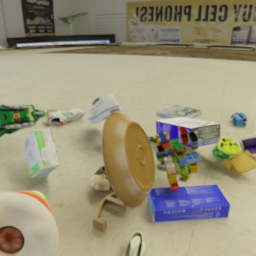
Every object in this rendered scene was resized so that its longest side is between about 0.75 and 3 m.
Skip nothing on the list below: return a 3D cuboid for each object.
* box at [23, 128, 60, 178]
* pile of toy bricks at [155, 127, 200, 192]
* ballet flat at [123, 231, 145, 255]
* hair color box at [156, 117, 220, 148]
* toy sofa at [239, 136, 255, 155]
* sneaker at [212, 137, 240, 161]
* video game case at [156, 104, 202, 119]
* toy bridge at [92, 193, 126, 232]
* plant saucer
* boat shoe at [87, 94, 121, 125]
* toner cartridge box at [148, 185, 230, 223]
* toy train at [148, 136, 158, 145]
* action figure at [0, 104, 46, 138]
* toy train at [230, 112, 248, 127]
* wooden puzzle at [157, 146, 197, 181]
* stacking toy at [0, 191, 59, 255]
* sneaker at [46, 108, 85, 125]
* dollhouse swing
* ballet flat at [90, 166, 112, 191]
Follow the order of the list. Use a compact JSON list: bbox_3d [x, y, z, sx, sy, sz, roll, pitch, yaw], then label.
[{"bbox_3d":[-2.903,0.853,9.348,0.642,1.327,1.171,-7,-18,-38],"label":"box"},{"bbox_3d":[1.642,1.050,8.889,1.418,1.261,2.555,-13,24,1],"label":"pile of toy bricks"},{"bbox_3d":[0.043,2.934,6.165,0.579,0.579,1.668,6,24,13],"label":"ballet flat"},{"bbox_3d":[2.343,0.119,11.386,1.381,0.819,2.527,-8,9,-23],"label":"hair color box"},{"bbox_3d":[5.064,0.616,10.858,1.337,0.554,0.653,-15,19,30],"label":"toy sofa"},{"bbox_3d":[3.553,0.868,10.263,0.794,0.896,2.145,43,17,19],"label":"sneaker"},{"bbox_3d":[2.831,-0.841,15.429,1.759,0.212,1.930,20,29,39],"label":"video game case"},{"bbox_3d":[-0.377,2.214,8.184,0.682,0.276,2.029,13,26,30],"label":"toy bridge"},{"bbox_3d":[0.166,0.774,7.466,0.458,2.588,2.588,-16,16,23],"label":"plant saucer"},{"bbox_3d":[-1.205,-0.845,12.248,1.037,1.021,2.923,-21,1,-22],"label":"boat shoe"},{"bbox_3d":[1.703,2.156,8.080,2.124,0.459,1.009,-2,22,-5],"label":"toner cartridge box"},{"bbox_3d":[0.971,0.500,10.480,0.301,0.222,1.066,1,-13,31],"label":"toy train"},{"bbox_3d":[-4.605,-0.359,10.787,2.794,1.650,0.764,-10,-10,-14],"label":"action figure"},{"bbox_3d":[5.618,-0.451,14.183,0.661,0.502,1.157,-4,23,6],"label":"toy train"},{"bbox_3d":[1.872,1.268,10.416,1.244,0.147,2.097,11,31,26],"label":"wooden puzzle"},{"bbox_3d":[-2.527,2.238,6.912,2.005,2.005,2.744,-1,4,-3],"label":"stacking toy"},{"bbox_3d":[-3.155,-0.471,14.214,1.950,0.686,0.912,-2,44,-14],"label":"sneaker"},{"bbox_3d":[4.029,1.328,9.947,0.816,0.742,0.717,-23,58,-4],"label":"dollhouse swing"},{"bbox_3d":[-0.263,1.240,9.652,0.983,0.840,2.958,26,33,25],"label":"ballet flat"}]
